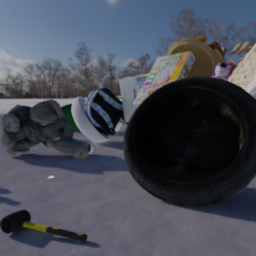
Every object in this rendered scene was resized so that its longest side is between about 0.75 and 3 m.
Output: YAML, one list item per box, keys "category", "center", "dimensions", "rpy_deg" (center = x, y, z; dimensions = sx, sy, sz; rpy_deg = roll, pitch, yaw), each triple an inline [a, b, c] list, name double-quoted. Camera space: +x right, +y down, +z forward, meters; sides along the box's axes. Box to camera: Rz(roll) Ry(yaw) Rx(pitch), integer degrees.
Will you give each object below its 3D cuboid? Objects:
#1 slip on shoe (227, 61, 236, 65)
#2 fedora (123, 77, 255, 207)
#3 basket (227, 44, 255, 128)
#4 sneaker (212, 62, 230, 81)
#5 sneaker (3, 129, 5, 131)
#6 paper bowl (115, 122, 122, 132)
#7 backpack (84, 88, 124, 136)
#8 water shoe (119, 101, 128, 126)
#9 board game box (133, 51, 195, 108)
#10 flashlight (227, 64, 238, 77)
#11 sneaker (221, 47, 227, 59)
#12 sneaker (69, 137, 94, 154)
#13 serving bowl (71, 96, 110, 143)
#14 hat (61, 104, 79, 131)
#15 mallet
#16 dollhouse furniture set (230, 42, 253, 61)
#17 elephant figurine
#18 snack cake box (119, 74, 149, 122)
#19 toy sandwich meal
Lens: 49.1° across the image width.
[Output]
- category: "slip on shoe"
  center: [4.460, -2.623, 12.055]
  dimensions: [0.281, 0.340, 0.919]
  rpy_deg: [-13, 34, 1]
- category: "fedora"
  center: [1.233, 0.330, 5.228]
  dimensions: [2.684, 2.684, 1.226]
  rpy_deg: [4, -27, 37]
- category: "basket"
  center: [3.218, -0.765, 6.667]
  dimensions: [1.514, 1.378, 2.234]
  rpy_deg: [17, -39, -7]
- category: "sneaker"
  center: [3.051, -1.561, 9.200]
  dimensions: [0.669, 1.052, 1.846]
  rpy_deg: [16, 6, 13]
- category: "sneaker"
  center: [-4.822, 0.181, 12.179]
  dimensions: [0.798, 0.731, 1.873]
  rpy_deg: [1, 4, 4]
- category: "paper bowl"
  center: [-1.274, -0.397, 16.157]
  dimensions: [2.269, 1.180, 2.269]
  rpy_deg: [1, 5, 0]
- category: "backpack"
  center: [-1.053, -0.718, 10.901]
  dimensions: [1.149, 1.559, 1.707]
  rpy_deg: [12, -22, 40]
- category: "water shoe"
  center: [-0.119, -0.639, 12.598]
  dimensions: [2.584, 0.924, 1.020]
  rpy_deg: [34, -4, 17]
- category: "board game box"
  center: [1.197, -1.552, 9.367]
  dimensions: [1.447, 2.153, 0.368]
  rpy_deg: [2, -33, 47]
- category: "flashlight"
  center: [3.868, -2.312, 11.330]
  dimensions: [2.873, 0.976, 0.973]
  rpy_deg: [16, -20, 25]
- category: "sneaker"
  center: [3.079, -2.652, 10.793]
  dimensions: [1.498, 0.581, 0.647]
  rpy_deg: [-35, -50, 16]
- category: "sneaker"
  center: [-1.817, 0.576, 8.906]
  dimensions: [1.441, 0.533, 0.571]
  rpy_deg: [3, 10, 26]
- category: "serving bowl"
  center: [-1.643, -0.226, 11.497]
  dimensions: [0.707, 2.148, 2.148]
  rpy_deg: [-35, 0, 8]
- category: "hat"
  center: [-3.012, 0.117, 15.955]
  dimensions: [2.226, 2.366, 2.688]
  rpy_deg: [-9, -27, -15]
- category: "mallet"
  center: [-0.997, 1.221, 3.447]
  dimensions: [1.095, 0.225, 0.361]
  rpy_deg: [6, 2, 11]
- category: "dollhouse furniture set"
  center: [4.058, -2.063, 9.118]
  dimensions: [1.241, 0.879, 1.350]
  rpy_deg: [38, 2, -15]
- category: "elephant figurine"
  center: [-2.470, 0.051, 8.682]
  dimensions: [2.455, 1.905, 1.737]
  rpy_deg: [-5, -1, -5]
- category: "snack cake box"
  center: [1.036, -1.377, 11.499]
  dimensions: [0.998, 1.708, 2.971]
  rpy_deg: [2, 17, 40]
- category: "toy sandwich meal"
  center: [2.410, -2.412, 10.100]
  dimensions: [2.132, 2.132, 0.730]
  rpy_deg: [4, 41, 36]
